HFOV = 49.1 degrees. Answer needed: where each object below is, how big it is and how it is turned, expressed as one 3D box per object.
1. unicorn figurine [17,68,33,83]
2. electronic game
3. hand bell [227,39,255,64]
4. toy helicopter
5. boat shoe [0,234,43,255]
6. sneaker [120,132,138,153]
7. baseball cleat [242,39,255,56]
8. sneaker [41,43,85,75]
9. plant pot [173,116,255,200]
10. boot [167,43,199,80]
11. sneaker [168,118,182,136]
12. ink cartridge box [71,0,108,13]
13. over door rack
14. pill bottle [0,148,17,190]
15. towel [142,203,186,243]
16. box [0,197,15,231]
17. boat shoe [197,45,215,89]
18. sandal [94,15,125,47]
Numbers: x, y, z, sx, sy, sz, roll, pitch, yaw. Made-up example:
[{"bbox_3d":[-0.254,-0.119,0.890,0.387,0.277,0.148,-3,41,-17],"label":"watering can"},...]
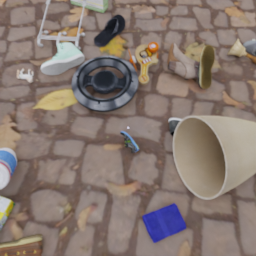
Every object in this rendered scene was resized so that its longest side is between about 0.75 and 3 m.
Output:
[{"bbox_3d":[-4.385,-2.248,12.125,0.944,0.349,0.648,-1,67,17],"label":"unicorn figurine"},{"bbox_3d":[-0.949,-1.854,11.440,2.726,0.567,2.726,-1,63,2],"label":"electronic game"},{"bbox_3d":[5.375,-3.245,12.627,1.580,0.823,0.823,34,63,5],"label":"hand bell"},{"bbox_3d":[0.611,-2.725,11.950,1.298,0.774,1.963,3,68,5],"label":"toy helicopter"},{"bbox_3d":[-3.457,3.617,8.072,1.969,0.709,0.665,-7,75,-23],"label":"boat shoe"},{"bbox_3d":[-0.005,0.508,10.017,0.379,0.324,0.914,-37,90,-2],"label":"sneaker"},{"bbox_3d":[6.145,-3.301,12.527,2.042,0.712,1.087,14,59,10],"label":"baseball cleat"},{"bbox_3d":[-3.084,-3.096,12.364,2.017,0.742,1.189,-27,67,-27],"label":"sneaker"},{"bbox_3d":[3.356,0.730,9.194,2.789,2.612,2.612,-9,57,-23],"label":"plant pot"},{"bbox_3d":[2.534,-2.902,12.362,1.505,0.723,2.058,13,53,-3],"label":"boot"},{"bbox_3d":[2.240,0.082,10.557,1.481,0.524,0.734,5,60,10],"label":"sneaker"},{"bbox_3d":[-2.005,-7.303,13.824,1.993,2.738,0.657,21,57,13],"label":"ink cartridge box"},{"bbox_3d":[-3.076,-5.012,13.343,2.012,0.907,2.723,5,79,3],"label":"over door rack"},{"bbox_3d":[-4.160,1.249,9.088,0.946,0.946,1.685,-10,18,-6],"label":"pill bottle"},{"bbox_3d":[1.134,3.001,8.866,1.198,0.297,0.885,-19,67,-12],"label":"towel"},{"bbox_3d":[-4.516,3.024,8.741,1.094,0.451,1.865,17,57,9],"label":"box"},{"bbox_3d":[3.124,-2.488,11.544,0.652,0.578,1.782,8,91,-16],"label":"boat shoe"},{"bbox_3d":[-0.825,-4.789,13.578,0.876,0.493,2.304,23,61,14],"label":"sandal"}]
